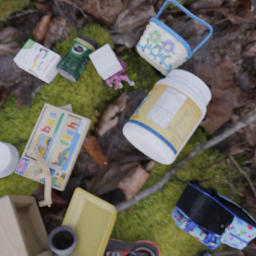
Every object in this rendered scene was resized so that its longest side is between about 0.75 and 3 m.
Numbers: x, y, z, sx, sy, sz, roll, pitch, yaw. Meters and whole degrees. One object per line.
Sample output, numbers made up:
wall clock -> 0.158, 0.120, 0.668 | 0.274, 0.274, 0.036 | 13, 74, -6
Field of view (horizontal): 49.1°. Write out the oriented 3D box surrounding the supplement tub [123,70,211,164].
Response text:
supplement tub -> 1.460, -0.416, 10.278 | 2.150, 2.150, 2.973 | 35, 77, 9

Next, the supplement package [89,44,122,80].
supplement package -> -0.858, -2.530, 10.802 | 0.864, 0.665, 0.904 | -30, 71, 5

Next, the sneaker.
sneaker -> -0.323, 4.361, 9.488 | 2.865, 1.173, 1.104 | -9, 76, 0

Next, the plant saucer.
plant saucer -> -1.376, 3.477, 9.499 | 2.332, 0.565, 2.332 | 11, 77, 47

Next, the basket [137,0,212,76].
basket -> 1.782, -3.583, 11.283 | 2.261, 1.783, 2.564 | 38, 88, 10

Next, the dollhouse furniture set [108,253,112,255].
dollhouse furniture set -> -1.239, 5.007, 9.223 | 2.705, 1.100, 1.456 | -22, 76, 1

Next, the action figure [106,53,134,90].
action figure -> -0.432, -2.211, 11.230 | 1.069, 1.188, 1.596 | -13, 51, 9

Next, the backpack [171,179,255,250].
backpack -> 2.956, 3.100, 9.398 | 2.475, 2.260, 1.665 | 34, 86, -3

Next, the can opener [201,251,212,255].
can opener -> 3.075, 5.286, 9.533 | 0.809, 0.652, 2.057 | -32, 77, -9

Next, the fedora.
fedora -> -2.222, 3.982, 9.671 | 0.963, 0.492, 1.089 | -25, 38, -34

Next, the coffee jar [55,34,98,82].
coffee jar -> -2.074, -2.923, 11.613 | 1.004, 0.822, 1.926 | 29, 78, 10

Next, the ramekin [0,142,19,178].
ramekin -> -4.928, 1.170, 10.619 | 1.354, 0.660, 1.354 | 0, 75, 0

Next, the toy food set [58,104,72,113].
toy food set -> -2.520, -0.451, 11.276 | 0.666, 0.280, 0.928 | -14, 84, -2

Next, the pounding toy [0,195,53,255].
pounding toy -> -3.907, 3.856, 8.849 | 1.998, 2.587, 2.810 | -24, 75, -4

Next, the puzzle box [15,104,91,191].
puzzle box -> -2.842, 0.698, 10.740 | 1.930, 0.369, 2.902 | 19, 81, 4

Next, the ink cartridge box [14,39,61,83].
ink cartridge box -> -3.693, -2.763, 11.655 | 1.569, 0.659, 1.136 | 29, 77, 7

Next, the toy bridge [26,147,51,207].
toy bridge -> -3.092, 1.738, 10.033 | 0.736, 0.298, 2.190 | -24, 79, 35
